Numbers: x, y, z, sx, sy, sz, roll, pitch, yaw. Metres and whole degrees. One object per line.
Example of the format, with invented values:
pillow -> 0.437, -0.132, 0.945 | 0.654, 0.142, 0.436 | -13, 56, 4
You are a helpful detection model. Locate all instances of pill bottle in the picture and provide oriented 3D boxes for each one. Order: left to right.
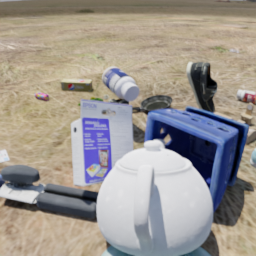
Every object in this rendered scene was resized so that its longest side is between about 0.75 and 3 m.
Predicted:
pill bottle -> -0.264, -1.654, 10.751 | 0.890, 0.890, 1.602 | -17, 41, -27
pill bottle -> 6.030, -1.576, 14.076 | 1.007, 0.552, 0.552 | 19, 34, 30

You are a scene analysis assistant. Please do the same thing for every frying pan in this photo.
frying pan -> 0.944, -0.911, 13.012 | 2.550, 0.415, 1.542 | -30, 34, -25

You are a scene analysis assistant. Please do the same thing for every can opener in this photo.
can opener -> -2.176, 1.689, 7.653 | 2.955, 0.988, 0.788 | 7, 29, 12

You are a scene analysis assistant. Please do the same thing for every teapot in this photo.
teapot -> 0.563, 1.362, 6.363 | 2.836, 2.098, 2.873 | -7, 10, -33

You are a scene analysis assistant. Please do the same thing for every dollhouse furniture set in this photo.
dollhouse furniture set -> 4.490, -0.205, 11.064 | 2.363, 1.046, 1.225 | -21, 35, -34

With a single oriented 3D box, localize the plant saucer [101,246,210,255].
plant saucer -> 0.634, 3.088, 5.566 | 3.005, 0.578, 3.005 | 0, 29, 0

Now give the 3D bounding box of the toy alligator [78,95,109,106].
toy alligator -> -1.330, -0.979, 10.992 | 1.356, 0.326, 0.450 | -11, 58, 18

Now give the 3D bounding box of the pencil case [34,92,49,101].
pencil case -> -4.441, -1.632, 14.411 | 0.807, 0.356, 0.356 | 17, 33, 24

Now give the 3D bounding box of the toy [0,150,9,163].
toy -> -4.897, 0.998, 9.620 | 1.365, 0.322, 0.786 | -16, 33, -27

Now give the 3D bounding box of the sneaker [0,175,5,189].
sneaker -> -4.566, 1.410, 8.451 | 2.025, 0.749, 0.833 | 7, 27, 11

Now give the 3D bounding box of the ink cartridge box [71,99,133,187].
ink cartridge box -> -0.648, 0.396, 8.011 | 0.488, 2.247, 2.226 | -3, -3, 38

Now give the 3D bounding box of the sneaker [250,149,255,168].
sneaker -> 4.965, 0.953, 9.092 | 1.794, 0.735, 0.663 | -3, 36, 10

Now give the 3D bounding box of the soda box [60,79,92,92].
soda box -> -2.855, -2.373, 15.556 | 1.662, 0.532, 0.563 | 4, 29, 6

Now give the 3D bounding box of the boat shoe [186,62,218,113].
boat shoe -> 3.345, -1.591, 11.950 | 0.966, 2.856, 1.026 | -3, 48, 31

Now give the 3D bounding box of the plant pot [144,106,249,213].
plant pot -> 2.007, 0.702, 8.152 | 2.373, 2.374, 2.134 | 24, 31, 38

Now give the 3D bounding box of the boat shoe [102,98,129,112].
boat shoe -> -0.775, -1.135, 13.264 | 1.734, 0.586, 0.623 | -11, 32, -17

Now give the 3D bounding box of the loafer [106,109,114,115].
loafer -> -0.550, -0.361, 9.154 | 0.264, 0.755, 0.263 | -10, -10, -15
